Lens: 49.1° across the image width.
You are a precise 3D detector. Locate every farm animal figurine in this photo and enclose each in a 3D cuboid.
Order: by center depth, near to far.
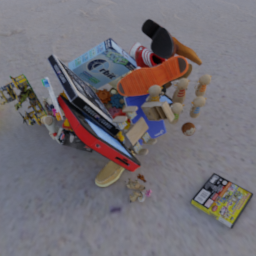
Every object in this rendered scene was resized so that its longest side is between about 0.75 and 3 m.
[{"bbox_3d":[0.341,1.940,8.680,0.723,0.450,0.895,-22,43,3],"label":"farm animal figurine"}]

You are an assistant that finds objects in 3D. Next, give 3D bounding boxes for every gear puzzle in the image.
[{"bbox_3d":[-1.476,-1.137,11.558,2.756,0.361,1.427,15,71,-2],"label":"gear puzzle"}]

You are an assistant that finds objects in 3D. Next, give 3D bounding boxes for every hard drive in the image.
[{"bbox_3d":[0.666,-0.449,10.419,1.257,1.906,0.242,-25,21,-20],"label":"hard drive"}]

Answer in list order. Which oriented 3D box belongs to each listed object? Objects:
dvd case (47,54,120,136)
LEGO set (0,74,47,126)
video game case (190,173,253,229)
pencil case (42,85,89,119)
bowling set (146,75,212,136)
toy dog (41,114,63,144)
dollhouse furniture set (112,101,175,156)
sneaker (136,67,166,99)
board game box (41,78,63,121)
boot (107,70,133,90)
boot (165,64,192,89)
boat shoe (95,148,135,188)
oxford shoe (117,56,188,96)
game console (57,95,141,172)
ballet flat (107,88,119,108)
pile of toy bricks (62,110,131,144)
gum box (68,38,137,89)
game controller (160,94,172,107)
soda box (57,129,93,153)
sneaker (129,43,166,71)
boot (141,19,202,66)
[{"bbox_3d":[-1.504,-1.122,9.279,0.355,2.157,2.870,-42,46,7],"label":"dvd case"},{"bbox_3d":[-4.069,-0.919,10.557,1.310,2.260,1.738,-30,30,-12],"label":"LEGO set"},{"bbox_3d":[2.870,2.158,8.550,1.347,0.190,1.490,28,45,31],"label":"video game case"},{"bbox_3d":[-2.531,-1.146,12.073,2.225,0.995,0.866,-24,45,-28],"label":"pencil case"},{"bbox_3d":[2.004,-0.759,9.501,2.517,1.351,1.752,-21,64,-10],"label":"bowling set"},{"bbox_3d":[-2.425,-0.050,9.361,0.529,1.099,0.725,-40,43,-21],"label":"toy dog"},{"bbox_3d":[0.584,-0.112,8.954,1.018,1.438,1.565,3,43,50],"label":"dollhouse furniture set"},{"bbox_3d":[0.844,-1.034,10.872,1.254,2.529,0.894,2,13,-6],"label":"sneaker"},{"bbox_3d":[-2.298,-0.877,8.395,0.162,1.253,1.254,-21,16,-15],"label":"board game box"},{"bbox_3d":[-0.837,-2.817,12.872,2.085,0.977,2.683,21,43,-13],"label":"boot"},{"bbox_3d":[1.757,-2.345,11.964,1.707,0.629,1.321,-31,33,-13],"label":"boot"},{"bbox_3d":[-0.441,1.222,9.322,0.639,0.679,1.783,26,46,27],"label":"boat shoe"},{"bbox_3d":[0.846,-1.729,9.962,2.574,0.918,0.938,-19,3,0],"label":"oxford shoe"},{"bbox_3d":[-0.858,0.169,8.575,0.416,2.680,2.370,-45,43,7],"label":"game console"},{"bbox_3d":[-0.647,-1.164,12.379,0.688,0.637,1.951,-5,39,-7],"label":"ballet flat"},{"bbox_3d":[-1.250,-0.142,10.469,2.738,1.352,1.519,5,40,6],"label":"pile of toy bricks"},{"bbox_3d":[-0.944,-2.346,10.577,1.987,1.688,0.443,-24,63,25],"label":"gum box"},{"bbox_3d":[1.531,-1.279,12.749,0.897,0.362,1.719,-20,43,-23],"label":"game controller"},{"bbox_3d":[-1.673,0.438,9.321,1.245,0.441,0.394,20,15,-42],"label":"soda box"},{"bbox_3d":[0.918,-2.438,11.498,1.329,2.301,0.901,35,89,24],"label":"sneaker"},{"bbox_3d":[1.951,-3.033,11.225,2.693,0.922,2.535,21,24,-35],"label":"boot"}]
